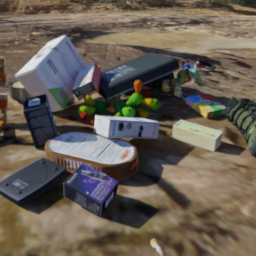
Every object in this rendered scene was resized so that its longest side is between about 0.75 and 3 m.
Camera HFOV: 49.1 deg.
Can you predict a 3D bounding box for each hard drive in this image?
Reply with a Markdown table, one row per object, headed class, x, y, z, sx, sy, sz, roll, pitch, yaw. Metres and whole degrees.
| class | x | y | z | sx | sy | sz | roll | pitch | yaw |
| --- | --- | --- | --- | --- | --- | --- | --- | --- | --- |
| hard drive | -2.093 | 1.151 | 6.114 | 0.899 | 0.282 | 1.332 | 16 | 31 | 29 |
| hard drive | 0.127 | -1.975 | 10.159 | 2.864 | 0.471 | 1.999 | -25 | 29 | -14 |

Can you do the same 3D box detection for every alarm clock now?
| class | x | y | z | sx | sy | sz | roll | pitch | yaw |
| --- | --- | --- | --- | --- | --- | --- | --- | --- | --- |
| alarm clock | -3.630 | -1.410 | 10.658 | 2.187 | 0.728 | 1.475 | 18 | 31 | 35 |

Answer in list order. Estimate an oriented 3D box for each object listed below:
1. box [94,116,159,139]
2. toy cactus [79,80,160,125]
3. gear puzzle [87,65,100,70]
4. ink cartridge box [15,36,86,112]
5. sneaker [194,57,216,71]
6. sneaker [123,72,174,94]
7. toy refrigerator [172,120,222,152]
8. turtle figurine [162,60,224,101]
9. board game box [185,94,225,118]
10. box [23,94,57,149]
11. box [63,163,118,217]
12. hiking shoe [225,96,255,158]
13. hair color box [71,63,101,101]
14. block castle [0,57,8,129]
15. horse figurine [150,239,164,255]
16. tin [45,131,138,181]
| class | x | y | z | sx | sy | sz | roll | pitch | yaw |
| --- | --- | --- | --- | --- | --- | --- | --- | --- | --- |
| box | -0.035 | -0.020 | 7.575 | 1.554 | 0.467 | 0.906 | 2 | 8 | -32 |
| toy cactus | -0.409 | -0.816 | 9.170 | 2.694 | 1.377 | 2.223 | -19 | 22 | -15 |
| gear puzzle | -1.883 | -2.599 | 13.188 | 1.221 | 0.633 | 0.160 | -2 | -16 | 10 |
| ink cartridge box | -2.506 | -1.869 | 9.708 | 0.944 | 1.636 | 2.248 | -9 | 38 | 31 |
| sneaker | 3.896 | -3.278 | 14.298 | 1.121 | 0.648 | 0.424 | 11 | 50 | 31 |
| sneaker | 0.688 | -2.084 | 11.767 | 2.642 | 0.995 | 1.036 | -6 | 23 | -15 |
| toy refrigerator | 1.913 | 0.180 | 7.821 | 1.270 | 0.444 | 0.482 | 20 | 36 | 34 |
| turtle figurine | 2.232 | -1.537 | 10.845 | 1.367 | 1.900 | 1.842 | -51 | 19 | -13 |
| board game box | 2.700 | -0.783 | 9.760 | 0.885 | 0.233 | 1.157 | -12 | 36 | -25 |
| box | -2.375 | -0.177 | 7.651 | 0.633 | 1.182 | 0.877 | -14 | 31 | -11 |
| box | -0.735 | 1.204 | 5.519 | 0.881 | 0.459 | 0.652 | 24 | 43 | 15 |
| hiking shoe | 3.144 | -0.105 | 7.386 | 1.409 | 1.060 | 2.800 | 31 | 24 | 8 |
| hair color box | -1.368 | -1.572 | 9.395 | 0.758 | 0.457 | 1.493 | -23 | 32 | 16 |
| block castle | -4.177 | -0.984 | 8.021 | 1.062 | 2.264 | 1.513 | 2 | 18 | -11 |
| horse figurine | 0.337 | 1.950 | 2.806 | 0.393 | 1.575 | 1.044 | -3 | 26 | -26 |
| tin | -0.926 | 0.635 | 6.926 | 2.434 | 0.510 | 1.363 | 11 | 32 | 19 |
